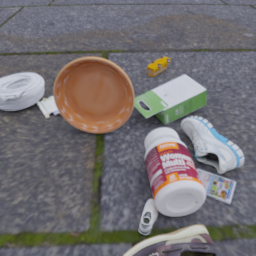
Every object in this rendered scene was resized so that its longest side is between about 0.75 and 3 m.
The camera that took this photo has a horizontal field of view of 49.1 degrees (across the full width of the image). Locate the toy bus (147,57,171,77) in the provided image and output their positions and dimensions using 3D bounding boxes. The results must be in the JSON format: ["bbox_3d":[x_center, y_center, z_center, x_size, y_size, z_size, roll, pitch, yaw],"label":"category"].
[{"bbox_3d":[1.618,-3.239,14.687,0.490,0.589,1.505,27,46,32],"label":"toy bus"}]

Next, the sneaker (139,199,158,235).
[{"bbox_3d":[0.587,2.368,7.723,0.429,0.452,1.122,7,37,12],"label":"sneaker"}]

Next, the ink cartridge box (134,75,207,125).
[{"bbox_3d":[1.649,-1.052,11.568,2.821,0.837,1.465,-26,44,-13],"label":"ink cartridge box"}]

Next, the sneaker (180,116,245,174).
[{"bbox_3d":[2.592,0.555,9.641,1.156,1.000,2.668,-26,45,-21],"label":"sneaker"}]

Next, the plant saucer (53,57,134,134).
[{"bbox_3d":[-1.198,-1.154,10.058,2.894,2.894,0.542,3,29,4],"label":"plant saucer"}]

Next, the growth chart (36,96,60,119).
[{"bbox_3d":[-2.662,-1.081,12.264,2.494,0.221,1.805,-17,42,-21],"label":"growth chart"}]

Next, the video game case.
[{"bbox_3d":[2.623,1.798,8.711,1.253,0.113,0.897,18,41,21],"label":"video game case"}]

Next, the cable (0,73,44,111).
[{"bbox_3d":[-4.873,-1.663,12.414,2.372,0.821,2.373,21,42,33],"label":"cable"}]

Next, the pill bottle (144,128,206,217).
[{"bbox_3d":[1.263,1.213,8.410,1.403,1.403,2.562,-4,39,-5],"label":"pill bottle"}]

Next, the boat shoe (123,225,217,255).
[{"bbox_3d":[0.950,3.038,6.530,2.527,0.909,0.819,-11,34,-22],"label":"boat shoe"}]
